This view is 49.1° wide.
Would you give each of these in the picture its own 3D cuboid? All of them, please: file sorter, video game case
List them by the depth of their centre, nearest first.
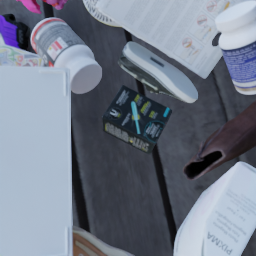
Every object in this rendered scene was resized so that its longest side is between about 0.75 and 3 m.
[{"bbox_3d":[-1.883,0.565,4.559,1.875,1.683,2.702,-1,83,-12],"label":"file sorter"},{"bbox_3d":[-3.905,-0.894,7.796,2.703,0.340,2.970,18,94,3],"label":"video game case"}]

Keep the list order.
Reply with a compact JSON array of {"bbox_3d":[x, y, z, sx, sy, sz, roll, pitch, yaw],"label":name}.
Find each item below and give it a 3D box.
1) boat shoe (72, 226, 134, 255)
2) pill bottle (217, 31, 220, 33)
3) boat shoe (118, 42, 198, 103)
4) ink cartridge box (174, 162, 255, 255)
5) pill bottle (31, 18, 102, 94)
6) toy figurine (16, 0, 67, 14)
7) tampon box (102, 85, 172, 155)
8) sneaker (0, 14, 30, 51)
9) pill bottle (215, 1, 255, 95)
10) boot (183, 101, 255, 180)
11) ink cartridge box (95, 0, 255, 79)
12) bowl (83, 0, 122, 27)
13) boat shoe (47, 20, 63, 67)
[{"bbox_3d":[-0.831,2.601,5.460,2.356,0.892,0.846,19,52,13],"label":"boat shoe"},{"bbox_3d":[1.913,-3.458,6.239,1.345,1.345,2.356,-39,107,-7],"label":"pill bottle"},{"bbox_3d":[0.603,-1.029,5.727,1.776,0.565,0.628,37,42,0],"label":"boat shoe"},{"bbox_3d":[1.063,2.201,4.721,0.851,2.424,2.983,38,71,15],"label":"ink cartridge box"},{"bbox_3d":[-1.184,-1.389,5.412,0.845,0.845,1.458,-37,65,-7],"label":"pill bottle"},{"bbox_3d":[-1.733,-3.430,6.250,1.970,1.479,1.813,20,120,-21],"label":"toy figurine"},{"bbox_3d":[0.169,-0.154,5.889,1.173,0.741,0.879,28,68,7],"label":"tampon box"},{"bbox_3d":[-3.317,-2.642,8.362,0.995,0.695,2.000,-32,80,-7],"label":"sneaker"},{"bbox_3d":[2.082,-1.368,4.874,0.829,0.829,1.433,-38,118,-7],"label":"pill bottle"},{"bbox_3d":[2.335,0.119,5.450,2.016,2.423,0.877,-29,78,-42],"label":"boot"},{"bbox_3d":[0.999,-2.431,5.219,2.552,0.728,2.074,25,109,-28],"label":"ink cartridge box"},{"bbox_3d":[-0.202,-4.559,8.502,2.609,1.224,2.609,0,79,0],"label":"bowl"},{"bbox_3d":[-2.176,-2.468,8.409,0.588,0.530,1.636,13,78,3],"label":"boat shoe"}]
